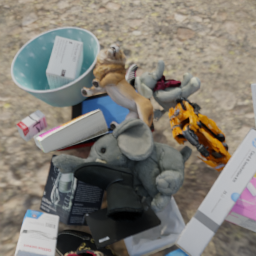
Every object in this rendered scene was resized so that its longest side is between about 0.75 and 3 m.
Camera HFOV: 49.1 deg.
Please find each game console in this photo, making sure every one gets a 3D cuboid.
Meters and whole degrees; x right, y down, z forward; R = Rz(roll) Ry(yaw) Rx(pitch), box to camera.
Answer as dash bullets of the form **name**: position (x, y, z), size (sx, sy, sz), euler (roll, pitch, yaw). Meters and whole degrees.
- **game console**: position (-0.727, -0.402, 8.691), size (2.824, 2.434, 1.676), euler (-11, 90, 11)

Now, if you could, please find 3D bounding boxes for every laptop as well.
- **laptop**: position (-0.207, 2.011, 5.887), size (1.318, 1.488, 0.768), euler (-13, 65, -19)

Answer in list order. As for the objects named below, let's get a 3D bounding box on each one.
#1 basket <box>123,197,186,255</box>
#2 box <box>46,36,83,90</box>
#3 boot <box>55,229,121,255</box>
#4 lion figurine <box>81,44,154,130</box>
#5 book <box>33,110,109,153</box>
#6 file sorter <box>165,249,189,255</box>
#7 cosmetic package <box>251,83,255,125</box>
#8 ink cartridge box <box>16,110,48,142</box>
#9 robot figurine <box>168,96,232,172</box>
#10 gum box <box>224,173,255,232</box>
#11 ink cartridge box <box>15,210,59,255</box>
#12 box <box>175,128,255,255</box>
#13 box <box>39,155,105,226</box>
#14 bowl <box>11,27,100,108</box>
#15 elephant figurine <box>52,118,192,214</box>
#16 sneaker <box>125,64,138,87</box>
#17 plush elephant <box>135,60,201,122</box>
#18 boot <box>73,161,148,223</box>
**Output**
- **basket**: position (0.371, 2.195, 7.434), size (1.507, 1.371, 2.223), euler (-17, 56, -11)
- **box**: position (-1.812, -1.778, 8.174), size (0.784, 1.199, 1.193), euler (11, 73, -7)
- **boot**: position (-0.983, 3.032, 6.413), size (2.527, 1.903, 0.925), euler (24, 74, 23)
- **lion figurine**: position (-0.084, -0.891, 7.584), size (2.786, 1.010, 1.706), euler (54, 44, -2)
- **book**: position (-1.743, 0.098, 7.836), size (1.666, 2.493, 0.599), euler (-23, 100, -19)
- **file sorter**: position (0.375, 3.863, 4.852), size (2.936, 2.037, 1.801), euler (0, 27, -43)
- **cosmetic package**: position (3.323, -0.494, 6.838), size (0.452, 0.621, 1.222), euler (-4, 95, 32)
- **ink cartridge box**: position (-2.671, -0.062, 7.838), size (0.317, 0.547, 0.758), euler (36, 58, 20)
- **robot figurine**: position (1.945, 0.216, 7.518), size (0.714, 2.453, 1.778), euler (-35, 39, 30)
- **gum box**: position (3.985, 2.195, 7.742), size (2.525, 0.835, 1.433), euler (19, 59, 13)
- **ink cartridge box**: position (-1.838, 2.224, 5.689), size (0.687, 0.400, 0.950), euler (20, 29, -19)
- **box**: position (2.169, 1.367, 6.092), size (0.550, 2.082, 2.670), euler (33, 95, 24)
- **box**: position (-1.411, 1.580, 7.292), size (1.550, 0.961, 1.524), euler (1, 75, 49)
- **bowl**: position (-2.025, -1.709, 8.775), size (2.718, 1.422, 2.718), euler (-6, 56, 9)
- **elephant figurine**: position (-0.011, 0.676, 6.499), size (2.539, 1.970, 1.797), euler (37, 105, 2)
- **sneaker**: position (0.187, -1.924, 10.844), size (0.539, 0.455, 1.232), euler (20, 62, 13)
- **plush elephant**: position (0.965, -1.262, 8.255), size (1.433, 1.851, 1.524), euler (42, 21, -10)
- **boot**: position (-0.359, 1.256, 5.447), size (1.377, 0.510, 1.128), euler (11, 35, -21)
